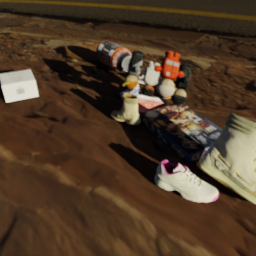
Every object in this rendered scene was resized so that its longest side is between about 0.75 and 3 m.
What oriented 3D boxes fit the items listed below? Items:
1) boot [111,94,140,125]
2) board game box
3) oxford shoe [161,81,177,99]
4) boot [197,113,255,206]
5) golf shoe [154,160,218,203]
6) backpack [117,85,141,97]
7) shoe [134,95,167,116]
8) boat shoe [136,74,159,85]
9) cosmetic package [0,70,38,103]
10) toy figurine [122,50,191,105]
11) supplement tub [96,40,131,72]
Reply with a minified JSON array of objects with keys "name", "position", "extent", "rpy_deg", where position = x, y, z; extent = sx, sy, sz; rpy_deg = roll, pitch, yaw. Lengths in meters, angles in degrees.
[{"name":"boot","position":[-0.131,-0.744,10.187],"extent":[0.499,1.066,1.371],"rpy_deg":[-25,32,-36]},{"name":"board game box","position":[1.939,0.056,9.713],"extent":[1.854,0.473,2.736],"rpy_deg":[-18,38,-25]},{"name":"oxford shoe","position":[1.801,-1.688,12.293],"extent":[0.485,0.484,1.359],"rpy_deg":[15,39,19]},{"name":"boot","position":[3.214,0.861,7.105],"extent":[2.370,1.833,0.854],"rpy_deg":[33,6,20]},{"name":"golf shoe","position":[1.531,1.411,7.442],"extent":[1.756,0.804,0.661],"rpy_deg":[16,36,22]},{"name":"backpack","position":[0.109,-1.479,11.357],"extent":[0.654,0.808,0.849],"rpy_deg":[50,59,-6]},{"name":"shoe","position":[0.855,-0.807,10.961],"extent":[1.582,0.720,0.565],"rpy_deg":[7,-9,-33]},{"name":"boat shoe","position":[0.879,-2.367,13.285],"extent":[1.370,0.464,0.491],"rpy_deg":[12,36,17]},{"name":"cosmetic package","position":[-4.756,-1.845,12.183],"extent":[1.357,0.837,1.361],"rpy_deg":[-14,37,-20]},{"name":"toy figurine","position":[1.096,-1.791,10.262],"extent":[2.156,1.523,2.190],"rpy_deg":[11,0,28]},{"name":"supplement tub","position":[-0.626,-3.678,14.534],"extent":[1.241,1.241,2.321],"rpy_deg":[-21,39,-28]}]
